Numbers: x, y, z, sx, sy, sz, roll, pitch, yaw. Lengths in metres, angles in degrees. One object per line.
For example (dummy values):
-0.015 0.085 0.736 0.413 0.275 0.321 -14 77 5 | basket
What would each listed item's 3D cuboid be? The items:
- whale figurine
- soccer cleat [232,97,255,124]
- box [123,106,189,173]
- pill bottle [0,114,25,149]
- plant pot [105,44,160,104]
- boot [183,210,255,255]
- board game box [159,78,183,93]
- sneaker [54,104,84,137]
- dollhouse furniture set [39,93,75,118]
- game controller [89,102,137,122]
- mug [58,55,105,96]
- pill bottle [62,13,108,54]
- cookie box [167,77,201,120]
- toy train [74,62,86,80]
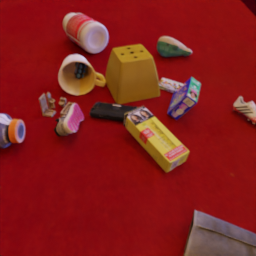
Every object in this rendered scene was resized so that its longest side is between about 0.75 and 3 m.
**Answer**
2.415 -4.148 14.975 1.887 0.979 1.501 21 9 -8 | whale figurine
4.866 -0.650 10.983 0.548 0.680 1.597 -9 38 -40 | soccer cleat
0.906 0.333 9.746 0.940 0.626 2.497 -25 56 -26 | box
-4.884 0.092 9.796 2.327 1.236 1.236 1 41 2 | pill bottle
0.162 -2.497 12.326 2.038 1.797 2.038 -12 42 -14 | plant pot
3.031 2.757 7.120 2.828 1.026 2.571 12 40 24 | boot
1.914 -1.931 12.888 1.106 0.191 0.698 22 45 23 | board game box
-2.281 -0.285 10.577 0.871 0.734 1.990 -23 25 14 | sneaker
-2.827 -1.007 11.339 1.045 0.852 0.994 12 43 13 | dollhouse furniture set
-0.542 -0.652 11.374 1.979 0.417 1.032 9 28 9 | game controller
-2.236 -2.408 12.762 1.606 2.005 1.646 -35 33 9 | mug
-2.513 -5.435 15.766 1.631 1.631 2.906 -25 46 -26 | pill bottle
2.250 -1.188 11.237 0.538 1.224 1.431 35 43 -11 | cookie box
-2.267 -2.705 13.062 0.495 0.866 0.375 33 28 28 | toy train
